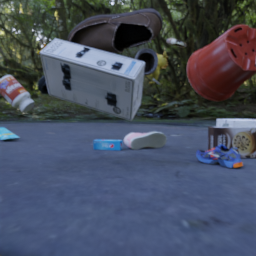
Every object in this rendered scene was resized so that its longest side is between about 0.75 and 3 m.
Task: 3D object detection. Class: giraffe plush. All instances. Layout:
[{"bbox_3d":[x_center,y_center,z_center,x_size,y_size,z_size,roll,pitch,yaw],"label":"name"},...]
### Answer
[{"bbox_3d":[1.207,-2.856,12.584,1.545,1.253,1.333,42,-19,-10],"label":"giraffe plush"}]

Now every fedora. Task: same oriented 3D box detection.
[{"bbox_3d":[0.651,-2.370,10.280,0.855,0.966,0.436,6,0,1],"label":"fedora"}]

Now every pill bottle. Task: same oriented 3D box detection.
[{"bbox_3d":[-2.594,-0.768,6.487,0.848,0.475,0.475,45,-2,2],"label":"pill bottle"}]

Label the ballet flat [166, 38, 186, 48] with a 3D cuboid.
[{"bbox_3d":[2.322,-4.066,13.377,0.977,0.333,0.329,11,11,-5],"label":"ballet flat"}]

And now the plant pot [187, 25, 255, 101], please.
[{"bbox_3d":[3.132,-2.040,8.690,1.953,1.953,1.899,-1,-13,-15],"label":"plant pot"}]

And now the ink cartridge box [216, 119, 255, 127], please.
[{"bbox_3d":[5.933,0.024,14.928,1.666,0.962,2.291,0,3,-4],"label":"ink cartridge box"}]

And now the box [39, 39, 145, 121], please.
[{"bbox_3d":[-0.809,-1.111,6.467,2.241,1.307,0.674,17,50,13],"label":"box"}]

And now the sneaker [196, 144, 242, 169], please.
[{"bbox_3d":[2.320,0.675,7.178,0.512,0.533,1.359,-1,3,-36],"label":"sneaker"}]

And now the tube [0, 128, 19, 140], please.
[{"bbox_3d":[-5.910,0.381,13.557,0.820,0.534,2.117,-12,14,-33],"label":"tube"}]

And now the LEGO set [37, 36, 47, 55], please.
[{"bbox_3d":[-3.371,-3.057,11.362,0.472,1.149,0.438,-22,33,13],"label":"LEGO set"}]

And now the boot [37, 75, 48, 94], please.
[{"bbox_3d":[-3.521,-1.857,12.285,0.608,1.527,1.852,40,16,-27],"label":"boot"}]

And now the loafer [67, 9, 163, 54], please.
[{"bbox_3d":[-0.487,-2.641,7.931,2.890,1.055,1.026,-12,35,18],"label":"loafer"}]

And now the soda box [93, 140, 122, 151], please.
[{"bbox_3d":[-0.727,0.613,10.023,1.003,0.340,0.322,1,3,16],"label":"soda box"}]

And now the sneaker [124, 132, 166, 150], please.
[{"bbox_3d":[0.594,0.437,10.577,1.640,0.617,0.857,-6,11,-29],"label":"sneaker"}]

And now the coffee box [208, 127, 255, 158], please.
[{"bbox_3d":[3.256,0.419,8.347,1.624,0.918,0.648,-1,3,-1],"label":"coffee box"}]
